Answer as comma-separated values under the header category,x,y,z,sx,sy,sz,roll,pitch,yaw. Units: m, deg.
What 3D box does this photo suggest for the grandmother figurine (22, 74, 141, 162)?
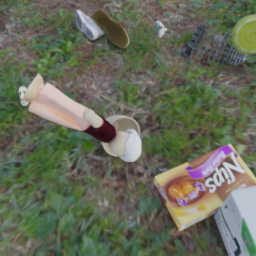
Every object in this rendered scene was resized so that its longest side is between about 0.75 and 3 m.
category,x,y,z,sx,sy,sz,roll,pitch,yaw
grandmother figurine,-0.961,-0.108,6.661,2.978,1.806,0.902,32,92,-14

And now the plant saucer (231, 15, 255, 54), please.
category,x,y,z,sx,sy,sz,roll,pitch,yaw
plant saucer,3.830,-2.855,8.668,1.182,1.182,0.184,8,28,5

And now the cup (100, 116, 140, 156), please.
category,x,y,z,sx,sy,sz,roll,pitch,yaw
cup,-0.459,0.145,9.700,1.408,1.408,1.007,-30,32,-19

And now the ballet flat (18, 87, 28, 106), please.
category,x,y,z,sx,sy,sz,roll,pitch,yaw
ballet flat,-4.184,-1.343,11.191,0.359,0.332,1.064,-17,57,-11

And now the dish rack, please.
category,x,y,z,sx,sy,sz,roll,pitch,yaw
dish rack,4.005,-3.622,12.555,2.607,0.711,2.000,24,60,13

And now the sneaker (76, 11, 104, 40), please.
category,x,y,z,sx,sy,sz,roll,pitch,yaw
sneaker,-1.890,-4.953,13.535,0.799,0.728,1.949,-23,65,-31

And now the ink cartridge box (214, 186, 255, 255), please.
category,x,y,z,sx,sy,sz,roll,pitch,yaw
ink cartridge box,3.136,2.662,7.431,0.864,2.081,1.525,-11,56,-4

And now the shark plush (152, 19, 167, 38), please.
category,x,y,z,sx,sy,sz,roll,pitch,yaw
shark plush,1.131,-3.962,10.965,0.415,0.380,0.912,-11,63,-56

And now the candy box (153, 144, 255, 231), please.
category,x,y,z,sx,sy,sz,roll,pitch,yaw
candy box,2.425,1.808,8.775,2.832,0.800,1.653,-21,59,-12

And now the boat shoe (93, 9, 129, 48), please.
category,x,y,z,sx,sy,sz,roll,pitch,yaw
boat shoe,-0.683,-4.623,13.120,0.850,0.753,2.323,-42,78,19
